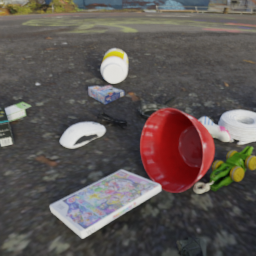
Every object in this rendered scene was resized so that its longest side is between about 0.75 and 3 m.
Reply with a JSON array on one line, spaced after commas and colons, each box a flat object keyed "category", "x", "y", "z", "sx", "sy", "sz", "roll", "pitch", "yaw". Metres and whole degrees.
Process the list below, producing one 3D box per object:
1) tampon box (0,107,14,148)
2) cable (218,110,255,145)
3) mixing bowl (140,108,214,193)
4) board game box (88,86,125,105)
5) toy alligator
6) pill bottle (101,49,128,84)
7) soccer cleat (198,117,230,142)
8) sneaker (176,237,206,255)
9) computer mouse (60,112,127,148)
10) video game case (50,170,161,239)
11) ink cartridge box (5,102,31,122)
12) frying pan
[{"category": "tampon box", "x": -4.929, "y": 0.009, "z": 10.269, "sx": 1.109, "sy": 0.934, "sz": 1.480, "roll": -14, "pitch": 32, "yaw": -24}, {"category": "cable", "x": 4.421, "y": -0.112, "z": 10.807, "sx": 1.808, "sy": 0.626, "sz": 1.808, "roll": -8, "pitch": 30, "yaw": -14}, {"category": "mixing bowl", "x": 1.582, "y": 0.605, "z": 8.166, "sx": 1.275, "sy": 2.355, "sz": 2.355, "roll": -2, "pitch": 24, "yaw": -39}, {"category": "board game box", "x": -1.198, "y": -1.776, "z": 14.006, "sx": 1.476, "sy": 0.455, "sz": 1.476, "roll": 22, "pitch": 36, "yaw": 32}, {"category": "toy alligator", "x": 2.884, "y": 1.367, "z": 8.230, "sx": 2.603, "sy": 0.625, "sz": 0.863, "roll": -28, "pitch": 23, "yaw": -24}, {"category": "pill bottle", "x": -0.775, "y": -3.511, "z": 16.083, "sx": 1.490, "sy": 1.490, "sz": 2.727, "roll": 0, "pitch": 29, "yaw": 1}, {"category": "soccer cleat", "x": 3.125, "y": 0.134, "z": 10.557, "sx": 0.724, "sy": 0.586, "sz": 1.677, "roll": -23, "pitch": 31, "yaw": -9}, {"category": "sneaker", "x": 1.312, "y": 2.742, "z": 5.880, "sx": 0.638, "sy": 0.426, "sz": 1.115, "roll": 5, "pitch": 26, "yaw": 13}, {"category": "computer mouse", "x": -1.388, "y": 0.010, "z": 10.645, "sx": 1.440, "sy": 0.576, "sz": 2.626, "roll": 27, "pitch": 38, "yaw": 37}, {"category": "video game case", "x": -0.576, "y": 1.798, "z": 7.173, "sx": 2.370, "sy": 0.213, "sz": 1.697, "roll": -22, "pitch": 20, "yaw": -34}, {"category": "ink cartridge box", "x": -4.881, "y": -0.672, "z": 12.095, "sx": 0.643, "sy": 0.368, "sz": 1.239, "roll": 20, "pitch": 35, "yaw": 32}, {"category": "frying pan", "x": 1.287, "y": -0.903, "z": 12.528, "sx": 1.405, "sy": 0.378, "sz": 2.322, "roll": 9, "pitch": 28, "yaw": 14}]
